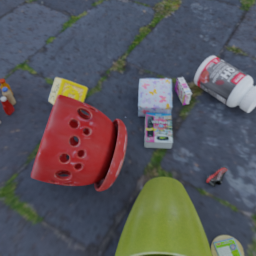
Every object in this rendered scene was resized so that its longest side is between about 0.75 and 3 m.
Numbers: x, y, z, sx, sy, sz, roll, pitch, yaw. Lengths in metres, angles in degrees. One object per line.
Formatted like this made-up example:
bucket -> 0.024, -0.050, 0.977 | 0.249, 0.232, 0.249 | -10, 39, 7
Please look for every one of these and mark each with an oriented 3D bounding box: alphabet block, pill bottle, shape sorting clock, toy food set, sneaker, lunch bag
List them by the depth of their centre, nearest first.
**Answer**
shape sorting clock -> 2.598, 3.231, 7.349 | 0.817, 0.160, 0.817 | -3, 51, 4
sneaker -> 2.769, 1.512, 8.546 | 0.813, 0.287, 0.397 | -31, 59, -18
alphabet block -> -2.100, -1.143, 9.690 | 0.964, 0.959, 0.982 | 15, 6, -29
toy food set -> -4.655, -0.842, 9.947 | 0.861, 0.812, 1.804 | 20, 56, 15
lunch bag -> 0.981, -1.146, 10.141 | 1.222, 0.916, 1.441 | 1, 63, 3
pill bottle -> 3.666, -1.551, 10.203 | 1.262, 1.262, 2.280 | -37, 62, -24

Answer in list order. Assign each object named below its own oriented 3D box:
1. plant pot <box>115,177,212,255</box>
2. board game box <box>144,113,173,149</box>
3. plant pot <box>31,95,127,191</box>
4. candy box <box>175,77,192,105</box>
plant pot -> 0.858, 2.493, 6.875 | 2.267, 2.267, 2.423 | 5, 39, 3
board game box -> 1.021, 0.079, 9.547 | 0.904, 0.394, 1.225 | 2, 53, 1
plant pot -> -1.297, 0.484, 7.839 | 2.177, 2.391, 2.391 | 16, 52, -14
candy box -> 2.048, -1.375, 10.486 | 0.268, 0.600, 0.879 | -12, 54, -10
